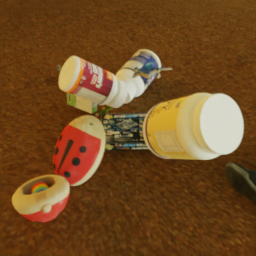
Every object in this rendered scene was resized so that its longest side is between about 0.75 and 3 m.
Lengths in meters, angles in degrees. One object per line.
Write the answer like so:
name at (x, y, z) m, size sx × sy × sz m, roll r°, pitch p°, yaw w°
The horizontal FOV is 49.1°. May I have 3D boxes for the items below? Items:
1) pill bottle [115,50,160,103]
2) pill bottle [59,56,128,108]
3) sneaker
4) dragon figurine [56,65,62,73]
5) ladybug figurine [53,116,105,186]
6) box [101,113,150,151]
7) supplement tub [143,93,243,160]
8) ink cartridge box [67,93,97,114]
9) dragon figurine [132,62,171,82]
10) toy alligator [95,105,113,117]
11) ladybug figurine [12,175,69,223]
pill bottle at (0.323, -2.417, 13.341) m, size 1.492 × 1.492 × 2.687 m, roll 24°, pitch 55°, yaw 21°
pill bottle at (-1.332, -1.723, 11.149) m, size 2.540 × 1.391 × 1.391 m, roll 19°, pitch 35°, yaw -37°
sneaker at (4.601, 1.868, 9.739) m, size 2.397 × 0.916 × 1.373 m, roll 36°, pitch 54°, yaw 26°
dragon figurine at (-2.351, -2.374, 11.544) m, size 0.638 × 1.283 × 0.378 m, roll -28°, pitch 67°, yaw 26°
ladybug figurine at (-1.818, 0.796, 9.754) m, size 1.803 × 0.955 × 2.656 m, roll 20°, pitch 90°, yaw 26°
box at (-0.091, 0.133, 11.601) m, size 2.155 × 0.496 × 1.713 m, roll -1°, pitch 46°, yaw 2°
supplement tub at (2.035, 0.001, 9.313) m, size 2.094 × 2.094 × 2.880 m, roll -33°, pitch 11°, yaw -28°
ink cartridge box at (-2.098, -1.252, 12.707) m, size 1.427 × 0.741 × 0.423 m, roll 21°, pitch 35°, yaw 23°
dragon figurine at (0.884, -2.265, 10.935) m, size 1.532 × 0.451 × 0.762 m, roll -26°, pitch 58°, yaw -6°
toy alligator at (-1.022, -0.741, 12.327) m, size 0.938 × 0.311 × 0.225 m, roll -37°, pitch 36°, yaw 6°
ladybug figurine at (-2.589, 2.155, 8.524) m, size 1.686 × 0.893 × 2.484 m, roll -17°, pitch 11°, yaw -16°
